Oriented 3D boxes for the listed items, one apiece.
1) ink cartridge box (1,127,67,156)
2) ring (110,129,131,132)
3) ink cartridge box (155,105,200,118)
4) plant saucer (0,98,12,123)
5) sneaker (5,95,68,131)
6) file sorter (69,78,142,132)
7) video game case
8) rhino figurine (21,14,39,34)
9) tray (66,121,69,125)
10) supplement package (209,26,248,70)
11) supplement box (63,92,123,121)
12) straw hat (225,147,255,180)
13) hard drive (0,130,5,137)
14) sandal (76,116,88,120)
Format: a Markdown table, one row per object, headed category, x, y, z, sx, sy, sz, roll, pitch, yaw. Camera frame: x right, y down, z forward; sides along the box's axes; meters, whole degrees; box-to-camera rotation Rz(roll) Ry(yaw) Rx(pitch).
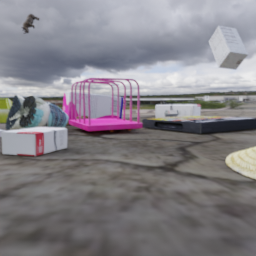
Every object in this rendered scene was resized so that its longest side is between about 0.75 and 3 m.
| category | x | y | z | sx | sy | sz | roll | pitch | yaw |
| --- | --- | --- | --- | --- | --- | --- | --- | --- | --- |
| ink cartridge box | -1.378 | 0.190 | 4.227 | 0.593 | 0.335 | 0.808 | 2 | 5 | 21 |
| ring | -0.527 | -0.004 | 7.959 | 1.464 | 0.140 | 1.464 | 0 | 6 | 0 |
| ink cartridge box | 2.257 | -0.696 | 12.694 | 1.752 | 0.743 | 1.276 | 4 | 6 | 28 |
| plant saucer | -5.523 | -0.769 | 11.222 | 1.986 | 0.476 | 1.989 | -3 | 26 | -27 |
| sneaker | -2.511 | -0.253 | 7.594 | 1.122 | 1.008 | 2.598 | 18 | -4 | -37 |
| file sorter | -0.693 | -0.667 | 7.540 | 1.416 | 1.278 | 2.038 | -3 | 6 | -24 |
| video game case | 2.115 | -0.125 | 8.244 | 2.561 | 0.327 | 2.314 | -4 | 6 | -34 |
| rhino figurine | -4.062 | -4.246 | 11.486 | 0.448 | 1.024 | 0.306 | 24 | -20 | -9 |
| tray | -2.370 | -0.213 | 10.196 | 0.504 | 0.189 | 1.021 | 1 | 4 | 9 |
| supplement package | 3.184 | -2.572 | 8.981 | 0.674 | 1.231 | 0.700 | 3 | -33 | -16 |
| supplement box | -1.322 | -0.748 | 10.376 | 2.012 | 1.018 | 1.040 | 3 | 6 | -26 |
| straw hat | 2.458 | -0.145 | 3.030 | 2.873 | 1.216 | 2.873 | 1 | 5 | 0 |
| hard drive | -3.427 | 0.119 | 6.229 | 1.180 | 0.155 | 0.778 | 3 | 5 | 30 |
| sandal | -1.357 | -0.152 | 9.031 | 0.456 | 0.307 | 1.136 | -8 | 24 | -40 |
